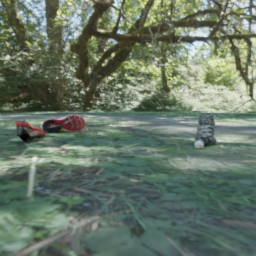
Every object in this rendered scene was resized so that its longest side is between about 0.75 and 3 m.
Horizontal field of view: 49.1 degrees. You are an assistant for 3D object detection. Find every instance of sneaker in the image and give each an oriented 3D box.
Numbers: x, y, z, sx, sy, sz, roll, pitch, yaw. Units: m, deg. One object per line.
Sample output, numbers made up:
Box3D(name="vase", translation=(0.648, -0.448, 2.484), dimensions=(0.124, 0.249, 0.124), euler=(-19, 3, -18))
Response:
Box3D(name="sneaker", translation=(-4.493, 0.298, 12.852), dimensions=(0.630, 0.871, 1.783), euler=(-7, -20, 21))
Box3D(name="sneaker", translation=(-3.892, -0.264, 16.838), dimensions=(2.627, 1.059, 0.981), euler=(-3, 4, -23))

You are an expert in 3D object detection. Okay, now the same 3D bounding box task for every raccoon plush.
Box3D(name="raccoon plush", translation=(3.248, 0.066, 11.660), dimensions=(0.960, 1.329, 1.984), euler=(1, 5, 13))
